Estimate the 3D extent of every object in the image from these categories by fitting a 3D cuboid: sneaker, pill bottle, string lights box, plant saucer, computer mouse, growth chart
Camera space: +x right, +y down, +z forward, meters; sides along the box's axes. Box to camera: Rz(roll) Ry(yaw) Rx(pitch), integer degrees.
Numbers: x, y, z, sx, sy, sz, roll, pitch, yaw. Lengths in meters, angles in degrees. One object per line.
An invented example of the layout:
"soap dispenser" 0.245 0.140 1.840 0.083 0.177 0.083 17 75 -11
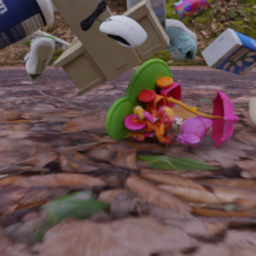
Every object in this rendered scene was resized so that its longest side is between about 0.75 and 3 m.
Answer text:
"sneaker" 1.848 -3.281 10.839 2.869 1.175 1.060 2 -12 -43
"pill bottle" -2.618 -2.873 6.732 2.260 1.255 1.255 -34 25 -12
"string lights box" 2.561 -1.743 6.638 1.565 0.461 0.804 0 -30 -40
"plant saucer" 1.777 -0.498 9.713 1.290 0.241 1.290 1 15 0
"computer mouse" -0.213 -1.645 4.426 1.199 0.263 0.658 33 70 27
"sneaker" -2.803 -2.158 8.948 0.773 0.815 2.024 3 -16 -28
"growth chart" -3.065 -3.003 9.965 2.269 0.201 1.642 7 -2 42

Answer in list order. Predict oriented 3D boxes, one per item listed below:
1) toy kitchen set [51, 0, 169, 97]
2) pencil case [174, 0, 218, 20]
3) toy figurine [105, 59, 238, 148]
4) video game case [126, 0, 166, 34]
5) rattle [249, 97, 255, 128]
"toy kitchen set" -0.604 -2.569 6.787 2.530 2.064 2.282 -24 28 24
"pencil case" 2.074 -3.850 8.507 1.354 0.598 0.598 -26 7 20
"toy figurine" 1.226 -0.284 6.705 2.476 2.019 2.690 24 49 37
"video game case" 0.615 -3.301 8.606 1.511 2.110 0.190 -34 42 -32
"rattle" 4.407 0.059 7.408 1.702 1.867 2.614 -24 34 8
